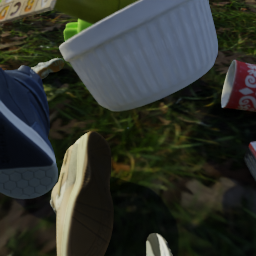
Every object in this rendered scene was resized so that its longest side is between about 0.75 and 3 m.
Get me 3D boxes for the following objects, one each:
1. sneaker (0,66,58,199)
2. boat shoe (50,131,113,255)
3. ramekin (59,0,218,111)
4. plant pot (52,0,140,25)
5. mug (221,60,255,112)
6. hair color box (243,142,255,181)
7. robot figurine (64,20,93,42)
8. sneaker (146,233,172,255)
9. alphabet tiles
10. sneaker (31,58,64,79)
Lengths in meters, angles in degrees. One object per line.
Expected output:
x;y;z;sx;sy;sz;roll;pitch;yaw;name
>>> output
-1.703;-0.552;3.093;0.936;2.463;1.780;-27;37;1;sneaker
-0.945;1.337;5.396;0.938;1.042;2.887;-28;40;25;boat shoe
0.321;-1.548;5.518;2.922;1.534;2.922;-24;18;9;ramekin
-0.988;-4.128;7.881;2.588;2.688;2.688;6;40;-6;plant pot
3.881;-1.185;7.963;2.053;1.369;1.822;12;44;9;mug
3.752;0.791;6.184;1.964;0.601;0.997;-4;42;-4;hair color box
-0.784;-3.221;10.056;2.843;1.645;2.495;-3;35;-2;robot figurine
0.218;2.572;3.952;0.917;0.855;2.313;2;41;10;sneaker
-2.220;-3.285;6.075;2.796;0.106;2.337;4;72;35;alphabet tiles
-2.818;-2.151;9.725;0.544;0.469;1.240;29;48;30;sneaker
